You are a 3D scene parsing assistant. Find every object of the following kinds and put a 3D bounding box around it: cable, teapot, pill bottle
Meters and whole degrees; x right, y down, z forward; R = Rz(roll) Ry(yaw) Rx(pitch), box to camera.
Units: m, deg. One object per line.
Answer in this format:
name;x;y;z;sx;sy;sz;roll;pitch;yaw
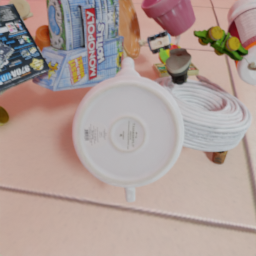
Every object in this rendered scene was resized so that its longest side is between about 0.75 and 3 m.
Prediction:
cable;1.746;-0.477;7.475;2.848;0.986;2.847;-12;40;-36
teapot;0.012;0.063;5.361;2.113;2.140;1.563;43;5;-4
pill bottle;3.213;-2.265;7.060;1.254;1.254;2.289;2;52;2

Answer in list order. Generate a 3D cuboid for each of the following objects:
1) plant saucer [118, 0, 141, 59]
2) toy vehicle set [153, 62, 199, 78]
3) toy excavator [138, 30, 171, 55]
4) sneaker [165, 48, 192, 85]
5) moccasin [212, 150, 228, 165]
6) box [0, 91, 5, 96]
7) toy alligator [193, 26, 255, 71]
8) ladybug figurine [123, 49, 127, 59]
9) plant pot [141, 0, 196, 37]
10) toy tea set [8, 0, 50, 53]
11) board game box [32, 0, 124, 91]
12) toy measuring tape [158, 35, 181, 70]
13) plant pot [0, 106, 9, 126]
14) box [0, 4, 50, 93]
plant saucer;-0.157;-3.902;10.665;0.486;2.595;2.595;-7;34;21
toy vehicle set;2.335;-2.891;13.796;1.973;0.262;1.226;-8;38;-10
toy excavator;0.818;-2.710;8.846;1.069;0.549;1.099;-15;24;14
sneaker;1.201;-1.276;6.456;0.568;0.807;1.519;-3;28;14
moccasin;3.008;0.495;9.062;0.558;0.589;1.527;18;41;22
box;-3.658;-1.628;8.524;1.526;0.522;0.627;-40;3;5
toy alligator;1.994;-1.634;5.545;1.576;0.379;0.522;25;-6;-16
ladybug figurine;-0.475;-2.260;9.839;0.718;1.997;1.355;-28;22;-16
plant pot;1.623;-4.380;10.373;1.794;1.606;1.794;-28;36;23
toy tea set;-3.227;-2.851;8.402;2.571;0.952;1.529;46;73;3
board game box;-1.301;-2.268;7.715;0.899;2.916;2.915;22;37;28
toy measuring tape;1.631;-3.181;10.893;0.854;0.854;2.321;7;59;9
plant pot;-4.815;-0.355;10.130;0.565;0.796;0.796;-31;29;25
box;-2.904;-1.586;5.896;0.482;1.665;2.095;-16;18;42
